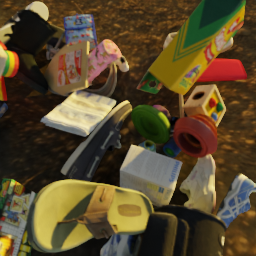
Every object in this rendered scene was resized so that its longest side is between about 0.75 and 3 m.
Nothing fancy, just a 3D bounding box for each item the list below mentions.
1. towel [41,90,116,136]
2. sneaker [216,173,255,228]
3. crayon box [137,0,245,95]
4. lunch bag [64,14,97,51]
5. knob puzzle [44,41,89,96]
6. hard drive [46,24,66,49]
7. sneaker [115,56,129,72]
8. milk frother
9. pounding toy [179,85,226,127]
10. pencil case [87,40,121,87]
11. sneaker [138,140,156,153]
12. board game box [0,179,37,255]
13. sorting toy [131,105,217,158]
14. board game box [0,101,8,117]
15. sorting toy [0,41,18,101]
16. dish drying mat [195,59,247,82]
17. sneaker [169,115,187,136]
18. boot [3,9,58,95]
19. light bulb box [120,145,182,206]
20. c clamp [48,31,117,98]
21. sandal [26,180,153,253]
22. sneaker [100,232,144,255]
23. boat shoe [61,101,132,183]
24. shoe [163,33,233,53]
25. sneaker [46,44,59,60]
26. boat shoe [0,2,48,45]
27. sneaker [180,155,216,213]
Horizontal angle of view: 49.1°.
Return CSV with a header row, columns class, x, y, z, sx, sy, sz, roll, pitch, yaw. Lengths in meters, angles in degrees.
class,x,y,z,sx,sy,sz,roll,pitch,yaw
towel,-1.309,-0.483,7.797,1.388,0.225,1.890,16,38,16
sneaker,2.372,1.743,6.208,0.549,0.539,1.424,27,91,27
crayon box,1.499,-1.737,6.512,0.696,1.741,2.742,43,106,14
lunch bag,-1.667,-3.392,9.792,1.014,0.633,1.347,-9,73,-1
knob puzzle,-1.899,-1.772,8.717,1.850,0.257,1.850,-7,76,28
hard drive,-2.720,-3.320,10.002,1.311,0.277,0.884,17,50,-19
sneaker,-0.298,-2.340,9.532,0.357,0.455,0.916,-37,63,-22
milk frother,0.275,2.823,5.399,2.692,2.429,2.532,-18,43,41
pounding toy,1.951,-0.489,7.640,0.698,1.340,1.525,2,46,46
pencil case,-0.974,-1.939,8.526,0.728,1.682,0.696,50,34,-5
sneaker,0.598,0.748,7.233,0.372,0.611,0.935,-25,76,-26
board game box,-2.432,2.473,5.583,0.303,1.354,2.585,0,60,15
sorting toy,1.314,-0.033,7.369,2.415,1.451,0.991,24,54,33
board game box,-4.464,-0.243,8.201,1.076,0.275,1.588,18,57,11
sorting toy,-3.910,-1.645,8.018,0.688,1.978,1.966,1,39,-48
dish drying mat,2.332,-1.883,9.246,2.827,0.257,1.086,-2,49,3
sneaker,1.479,-0.179,7.985,1.007,0.563,0.368,-35,63,-21
boot,-2.990,-2.448,8.850,2.452,0.907,2.009,36,86,16
light bulb box,0.504,1.184,6.643,1.237,1.226,0.772,19,57,11
c clamp,-1.525,-1.988,9.111,2.737,0.371,2.338,21,70,14
sandal,-0.393,1.343,4.614,2.622,0.748,1.041,9,67,-44
sneaker,-0.263,2.889,5.837,0.841,0.718,1.908,-9,39,41
boat shoe,-0.613,0.390,7.479,0.831,0.962,2.649,39,67,3
shoe,2.530,-3.071,9.894,2.531,0.676,0.885,-6,56,-5
sneaker,-2.644,-2.712,9.901,0.459,0.300,0.799,-4,53,-11
boat shoe,-4.055,-3.500,10.089,0.945,0.997,2.852,11,63,42
sneaker,1.730,1.240,6.961,0.836,0.628,1.678,5,55,8
